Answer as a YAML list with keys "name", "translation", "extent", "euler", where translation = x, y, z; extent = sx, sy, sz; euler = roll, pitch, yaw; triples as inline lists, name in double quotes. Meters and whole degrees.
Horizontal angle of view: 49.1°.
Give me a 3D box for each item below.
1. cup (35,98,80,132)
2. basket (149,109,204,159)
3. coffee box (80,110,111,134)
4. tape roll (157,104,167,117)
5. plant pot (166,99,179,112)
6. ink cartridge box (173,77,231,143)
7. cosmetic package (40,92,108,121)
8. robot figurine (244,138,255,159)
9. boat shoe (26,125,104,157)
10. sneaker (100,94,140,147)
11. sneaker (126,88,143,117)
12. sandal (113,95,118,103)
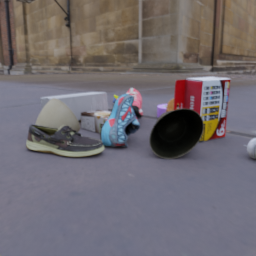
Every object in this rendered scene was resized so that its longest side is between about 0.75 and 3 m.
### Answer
- name: "cup"
  translation: [-2.485, -0.127, 9.388]
  extent: [1.433, 1.433, 1.025]
  euler: [14, 48, 45]
- name: "basket"
  translation: [1.367, 0.058, 8.551]
  extent: [1.627, 1.227, 1.804]
  euler: [-40, 3, 7]
- name: "coffee box"
  translation: [-0.984, -0.233, 10.819]
  extent: [1.646, 0.656, 0.941]
  euler: [13, 19, 41]
- name: "tape roll"
  translation: [2.141, -0.770, 13.281]
  extent: [1.529, 0.502, 1.529]
  euler: [0, 15, 0]
- name: "plant pot"
  translation: [1.902, -0.556, 10.440]
  extent: [1.238, 0.867, 1.238]
  euler: [-9, 55, 12]
- name: "ink cartridge box"
  translation: [2.474, -0.630, 9.525]
  extent: [1.809, 2.060, 0.864]
  euler: [-9, 18, -31]
- name: "cosmetic package"
  translation: [-2.358, -0.942, 12.494]
  extent: [2.679, 1.208, 1.431]
  euler: [-15, 17, -37]
- name: "robot figurine"
  translation: [3.729, 0.605, 7.641]
  extent: [1.028, 0.580, 0.872]
  euler: [12, -17, 38]
- name: "boat shoe"
  translation: [-1.922, 0.331, 8.271]
  extent: [2.488, 0.806, 0.911]
  euler: [3, 15, 13]
- name: "sneaker"
  translation: [-0.075, -0.194, 9.341]
  extent: [1.081, 0.897, 2.262]
  euler: [13, 53, 14]
- name: "sneaker"
  translation: [0.058, -1.132, 12.279]
  extent: [1.073, 1.263, 2.912]
  euler: [0, 2, 6]
- name: "sandal"
  translation: [-0.580, -1.496, 16.385]
  extent: [0.413, 0.452, 1.039]
  euler: [14, 23, -39]
